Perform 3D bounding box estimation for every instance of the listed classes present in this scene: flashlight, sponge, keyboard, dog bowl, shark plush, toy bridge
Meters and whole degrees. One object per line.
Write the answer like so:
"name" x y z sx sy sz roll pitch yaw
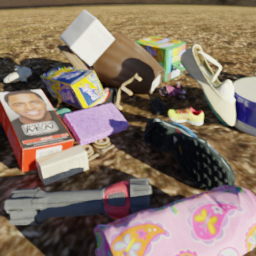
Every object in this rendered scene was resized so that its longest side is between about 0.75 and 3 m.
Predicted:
"flashlight" -0.916 1.573 5.756 2.814 0.953 0.956 -4 20 3
"sponge" -0.950 -0.161 8.623 1.863 0.278 1.039 -20 62 -41
"keyboard" 1.178 -0.899 10.507 0.638 0.136 1.063 -29 32 7
"dog bowl" 4.872 -0.745 9.520 2.840 1.118 2.840 0 29 0
"shark plush" -5.139 -2.638 13.401 0.799 0.872 1.919 -23 27 23
"toy bridge" -0.065 -1.330 9.947 0.462 1.373 0.187 37 9 23

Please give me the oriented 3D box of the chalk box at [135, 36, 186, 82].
"chalk box" 1.710 -3.325 13.555 2.604 1.614 1.625 23 38 35

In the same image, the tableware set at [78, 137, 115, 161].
"tableware set" -1.049 0.501 8.205 0.814 0.247 1.232 25 38 36

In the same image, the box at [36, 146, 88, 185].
"box" -1.659 0.928 7.133 1.200 0.570 0.467 -17 29 -29

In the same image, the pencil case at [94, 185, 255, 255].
"pencil case" 0.917 1.880 4.863 2.925 1.279 1.279 -12 32 -21

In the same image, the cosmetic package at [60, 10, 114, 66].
"cosmetic package" -1.566 -3.420 10.697 1.430 1.178 1.180 -46 49 6

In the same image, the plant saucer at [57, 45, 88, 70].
"plant saucer" -1.932 -2.435 11.400 0.364 2.474 2.474 -40 37 0

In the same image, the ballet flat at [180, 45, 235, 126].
"ballet flat" 2.750 -1.453 9.025 1.022 1.022 2.942 -24 76 -36

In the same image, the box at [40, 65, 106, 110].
"box" -2.092 -1.538 10.208 0.964 1.050 2.998 -39 33 -22

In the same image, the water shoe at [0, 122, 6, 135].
"water shoe" -3.800 -0.034 8.977 1.626 0.581 0.642 19 76 5

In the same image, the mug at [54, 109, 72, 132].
"mug" -2.066 -0.309 8.973 0.739 0.900 0.556 -19 12 46

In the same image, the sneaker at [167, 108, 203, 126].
"sneaker" 1.755 -0.435 8.532 1.123 0.507 0.439 8 44 2

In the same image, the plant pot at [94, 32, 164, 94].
"plant pot" 0.206 -2.463 11.824 2.436 2.277 2.277 32 40 17

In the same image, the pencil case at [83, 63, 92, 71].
"pencil case" -2.593 -2.450 12.835 1.873 0.810 0.775 -18 38 -26

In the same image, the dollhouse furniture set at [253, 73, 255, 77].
"dollhouse furniture set" 6.273 -2.373 12.220 1.270 1.277 1.812 -10 32 -18

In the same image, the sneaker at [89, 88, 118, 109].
"sneaker" -1.220 -0.757 10.090 1.079 0.672 2.013 -1 35 29

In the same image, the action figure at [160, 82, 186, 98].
"action figure" 1.927 -1.444 11.559 1.033 0.692 0.769 2 -15 -21

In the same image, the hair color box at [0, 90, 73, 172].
"hair color box" -2.720 -0.056 7.975 1.362 0.822 2.684 -11 41 -34

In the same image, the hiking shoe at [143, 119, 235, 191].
"hiking shoe" 1.711 0.545 7.342 1.228 1.054 2.833 -3 34 -43
